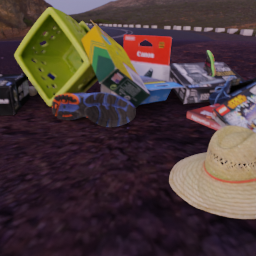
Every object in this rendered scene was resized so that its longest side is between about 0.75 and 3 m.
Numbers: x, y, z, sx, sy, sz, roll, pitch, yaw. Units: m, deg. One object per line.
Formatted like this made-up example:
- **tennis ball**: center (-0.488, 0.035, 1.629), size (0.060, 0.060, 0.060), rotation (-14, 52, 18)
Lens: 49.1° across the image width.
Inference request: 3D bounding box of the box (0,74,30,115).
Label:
- **box**: center (-4.801, -1.250, 10.078), size (1.897, 0.997, 2.316), rotation (-2, 21, -4)

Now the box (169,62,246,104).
- **box**: center (3.152, -1.911, 11.473), size (2.769, 0.689, 2.184), rotation (-5, 38, -13)

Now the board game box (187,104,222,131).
- **board game box**: center (3.156, -0.152, 8.255), size (1.388, 0.262, 2.695), rotation (-15, 26, -27)

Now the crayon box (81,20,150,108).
- **crayon box**: center (-0.486, -2.101, 9.073), size (1.761, 0.705, 2.775), rotation (30, 28, -46)

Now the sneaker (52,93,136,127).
- **sneaker**: center (-1.011, -0.715, 8.790), size (2.750, 1.036, 1.079), rotation (11, 19, 21)

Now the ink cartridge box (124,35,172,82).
- **ink cartridge box**: center (0.561, -2.721, 11.995), size (2.700, 2.343, 0.588), rotation (19, 27, 40)

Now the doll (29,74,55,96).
- **doll**: center (-3.548, -2.066, 11.950), size (1.303, 0.463, 1.910), rotation (34, 67, 12)

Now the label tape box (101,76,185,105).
- **label tape box**: center (0.492, -1.391, 10.556), size (1.887, 0.871, 2.634), rotation (-13, 26, -41)

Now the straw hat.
- **straw hat**: center (2.076, 0.552, 5.363), size (2.553, 1.080, 2.553), rotation (-1, 21, 0)

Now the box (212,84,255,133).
- **box**: center (3.295, -0.411, 7.039), size (1.912, 0.381, 1.309), rotation (-30, 55, -8)

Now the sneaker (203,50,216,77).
- **sneaker**: center (3.083, -2.450, 10.743), size (0.429, 1.024, 0.393), rotation (-4, 17, 29)

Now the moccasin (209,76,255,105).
- **moccasin**: center (3.630, -1.301, 9.255), size (1.039, 0.880, 2.581), rotation (-50, 19, -23)

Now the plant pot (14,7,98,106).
- **plant pot**: center (-2.208, -2.566, 10.504), size (2.491, 2.503, 2.271), rotation (-38, -7, 28)
